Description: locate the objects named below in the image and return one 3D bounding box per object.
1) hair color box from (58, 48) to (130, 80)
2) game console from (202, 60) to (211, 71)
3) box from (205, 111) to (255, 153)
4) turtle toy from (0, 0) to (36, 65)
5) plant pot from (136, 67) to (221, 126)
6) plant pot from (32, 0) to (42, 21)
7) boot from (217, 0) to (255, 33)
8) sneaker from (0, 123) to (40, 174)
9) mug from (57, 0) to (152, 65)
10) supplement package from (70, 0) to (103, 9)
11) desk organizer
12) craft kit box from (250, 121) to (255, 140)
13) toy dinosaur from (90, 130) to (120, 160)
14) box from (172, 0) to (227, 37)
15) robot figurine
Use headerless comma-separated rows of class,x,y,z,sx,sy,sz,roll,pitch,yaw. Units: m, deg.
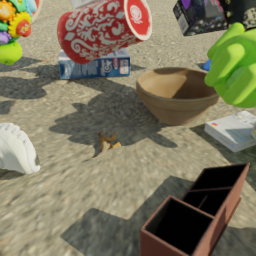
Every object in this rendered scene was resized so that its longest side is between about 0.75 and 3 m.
hair color box,-1.298,-2.510,10.838,2.617,0.792,1.309,-5,32,-7
game console,3.800,-2.451,11.402,1.159,0.686,0.989,29,11,37
box,2.897,0.053,7.230,1.408,0.290,1.098,-15,36,-24
turtle toy,-2.115,-1.803,4.875,0.762,1.508,1.099,39,42,4
plant pot,1.381,-0.817,7.877,2.345,1.082,2.345,1,32,0
plant pot,-3.567,-3.982,8.229,1.617,1.828,1.828,28,38,8
boot,2.387,-3.446,7.290,2.995,2.262,1.081,-5,-5,13
sneaker,-3.056,0.434,5.980,2.942,1.105,1.192,17,40,32
mug,-0.496,-2.765,7.455,2.182,1.456,1.937,-5,37,38
supplement package,-0.755,-4.597,8.608,1.863,1.370,1.782,-14,14,21
desk organizer,1.140,1.363,4.552,0.848,0.911,2.365,22,38,30
craft kit box,4.107,0.550,6.047,2.041,0.501,2.066,-5,38,-7
toy dinosaur,-0.527,0.428,6.706,0.617,0.351,1.161,-23,26,9
box,2.566,-3.777,8.978,1.845,0.979,1.128,-14,78,-17
robot figurine,2.605,-1.241,5.553,2.400,1.388,2.105,-25,63,-36
